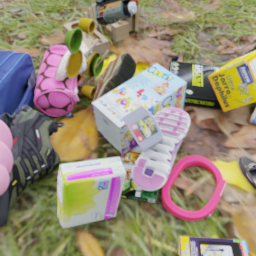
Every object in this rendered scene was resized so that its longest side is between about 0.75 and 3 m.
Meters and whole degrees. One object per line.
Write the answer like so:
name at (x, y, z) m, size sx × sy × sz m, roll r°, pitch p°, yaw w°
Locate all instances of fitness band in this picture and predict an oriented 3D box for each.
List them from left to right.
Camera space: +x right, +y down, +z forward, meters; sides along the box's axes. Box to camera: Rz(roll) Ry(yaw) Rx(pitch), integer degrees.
fitness band at (1.619, 1.463, 6.947) m, size 1.334 × 0.348 × 1.857 m, roll 24°, pitch 51°, yaw 24°

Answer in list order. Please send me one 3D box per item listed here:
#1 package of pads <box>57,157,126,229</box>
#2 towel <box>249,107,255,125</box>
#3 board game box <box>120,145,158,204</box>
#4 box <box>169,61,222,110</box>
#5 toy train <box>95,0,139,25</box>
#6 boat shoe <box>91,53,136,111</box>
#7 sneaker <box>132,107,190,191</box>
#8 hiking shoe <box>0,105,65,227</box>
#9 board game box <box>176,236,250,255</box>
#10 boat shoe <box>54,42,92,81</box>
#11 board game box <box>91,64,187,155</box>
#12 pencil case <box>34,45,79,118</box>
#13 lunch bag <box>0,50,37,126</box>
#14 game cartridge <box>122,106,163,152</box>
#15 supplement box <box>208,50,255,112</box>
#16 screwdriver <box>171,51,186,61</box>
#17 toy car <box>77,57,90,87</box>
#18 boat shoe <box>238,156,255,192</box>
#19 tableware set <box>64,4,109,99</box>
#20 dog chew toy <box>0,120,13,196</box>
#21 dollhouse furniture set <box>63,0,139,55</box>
package of pads at (-0.831, 1.392, 5.870) m, size 1.290 × 1.670 × 0.569 m, roll -6°, pitch 43°, yaw -20°
towel at (5.402, -0.308, 8.536) m, size 2.934 × 0.349 × 2.155 m, roll 26°, pitch 53°, yaw 22°
board game box at (0.332, 0.897, 7.494) m, size 1.160 × 0.260 × 2.214 m, roll 8°, pitch 48°, yaw 6°
box at (2.263, -1.504, 9.527) m, size 1.863 × 0.458 × 1.929 m, roll 7°, pitch 47°, yaw 7°
toy train at (-0.491, -4.909, 11.246) m, size 2.244 × 1.279 × 0.956 m, roll 8°, pitch 6°, yaw 42°
boat shoe at (-0.558, -1.413, 9.274) m, size 0.934 × 0.957 × 2.529 m, roll -4°, pitch 46°, yaw 39°
sneaker at (0.809, 0.564, 6.826) m, size 0.926 × 1.018 × 2.303 m, roll 18°, pitch 65°, yaw 19°
hiking shoe at (-2.399, 0.938, 6.792) m, size 1.502 × 1.130 × 2.984 m, roll 22°, pitch 65°, yaw -26°
board game box at (1.693, 3.037, 5.382) m, size 1.409 × 0.483 × 1.705 m, roll 2°, pitch 47°, yaw 4°
boat shoe at (-1.628, -2.047, 8.729) m, size 0.725 × 0.741 × 2.093 m, roll 31°, pitch 43°, yaw -11°
board game box at (0.347, -0.552, 7.760) m, size 2.324 × 1.197 × 1.219 m, roll -34°, pitch 56°, yaw -22°
pencil case at (-2.216, -1.621, 9.151) m, size 1.304 × 1.264 × 2.785 m, roll -21°, pitch 47°, yaw 13°
lunch bag at (-3.788, -0.951, 8.067) m, size 1.822 × 1.871 × 2.754 m, roll 8°, pitch 51°, yaw 8°
game cartridge at (0.354, 0.007, 6.140) m, size 0.612 × 0.920 × 0.188 m, roll -32°, pitch 6°, yaw 4°
supplement box at (3.538, -1.505, 8.431) m, size 2.159 × 1.182 × 1.175 m, roll -32°, pitch 97°, yaw -45°
screwdriver at (1.818, -2.505, 9.855) m, size 0.207 × 1.425 × 0.199 m, roll 27°, pitch 87°, yaw -14°
toy car at (-1.448, -1.896, 9.750) m, size 1.177 × 0.392 × 0.577 m, roll -56°, pitch 30°, yaw -12°
boat shoe at (3.287, 1.268, 7.013) m, size 0.530 × 0.452 × 1.586 m, roll -7°, pitch 48°, yaw -7°
tableware set at (-1.186, -2.013, 8.372) m, size 0.434 × 2.829 × 1.906 m, roll 22°, pitch 57°, yaw 12°
dog chew toy at (-2.745, 0.582, 5.324) m, size 1.149 × 1.149 × 1.845 m, roll -19°, pitch 48°, yaw -17°
dollhouse furniture set at (-1.093, -4.913, 11.365) m, size 2.910 × 2.371 × 2.767 m, roll -27°, pitch 53°, yaw -22°
